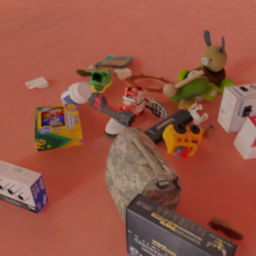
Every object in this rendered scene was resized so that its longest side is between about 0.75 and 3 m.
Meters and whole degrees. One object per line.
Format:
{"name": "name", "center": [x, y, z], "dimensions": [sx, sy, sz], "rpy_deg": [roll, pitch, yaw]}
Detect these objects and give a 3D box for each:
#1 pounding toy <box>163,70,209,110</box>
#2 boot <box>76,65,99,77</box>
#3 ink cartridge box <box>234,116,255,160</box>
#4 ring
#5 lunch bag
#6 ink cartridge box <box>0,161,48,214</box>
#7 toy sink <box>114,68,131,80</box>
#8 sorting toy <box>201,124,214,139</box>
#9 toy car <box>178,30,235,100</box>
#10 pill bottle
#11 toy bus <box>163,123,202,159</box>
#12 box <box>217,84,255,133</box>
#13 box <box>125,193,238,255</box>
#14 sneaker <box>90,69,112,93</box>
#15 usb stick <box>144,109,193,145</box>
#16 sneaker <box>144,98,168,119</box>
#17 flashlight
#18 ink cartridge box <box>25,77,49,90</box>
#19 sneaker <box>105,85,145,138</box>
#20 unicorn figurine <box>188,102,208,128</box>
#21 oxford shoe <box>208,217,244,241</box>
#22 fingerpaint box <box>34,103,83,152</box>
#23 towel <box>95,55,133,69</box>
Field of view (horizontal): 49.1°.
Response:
{"name": "pounding toy", "center": [2.661, -1.365, 12.153], "dimensions": [1.935, 1.163, 2.507], "rpy_deg": [-19, -11, 18]}
{"name": "boot", "center": [-2.227, -3.177, 15.469], "dimensions": [1.148, 0.414, 0.888], "rpy_deg": [8, 37, 1]}
{"name": "ink cartridge box", "center": [4.959, 0.218, 9.805], "dimensions": [1.976, 1.435, 0.824], "rpy_deg": [-10, 48, -13]}
{"name": "ring", "center": [1.152, -2.255, 13.867], "dimensions": [2.617, 0.251, 2.617], "rpy_deg": [7, 26, -3]}
{"name": "lunch bag", "center": [0.395, 1.350, 7.808], "dimensions": [1.669, 2.009, 2.395], "rpy_deg": [-13, 38, -18]}
{"name": "ink cartridge box", "center": [-3.611, 1.591, 8.210], "dimensions": [2.502, 1.176, 0.553], "rpy_deg": [14, 38, 18]}
{"name": "toy sink", "center": [-0.301, -2.879, 15.023], "dimensions": [0.794, 0.445, 0.518], "rpy_deg": [-12, 35, -23]}
{"name": "sorting toy", "center": [3.187, 0.165, 11.036], "dimensions": [0.310, 0.312, 0.899], "rpy_deg": [39, 47, 8]}
{"name": "toy car", "center": [3.878, -3.136, 13.414], "dimensions": [2.156, 2.733, 2.245], "rpy_deg": [-18, 39, -23]}
{"name": "pill bottle", "center": [-2.194, -1.424, 12.039], "dimensions": [0.910, 0.910, 1.520], "rpy_deg": [-29, 8, -34]}
{"name": "toy bus", "center": [2.020, 0.568, 9.939], "dimensions": [1.341, 0.910, 1.287], "rpy_deg": [4, 52, -15]}
{"name": "box", "center": [5.216, -0.876, 11.196], "dimensions": [2.896, 1.689, 0.871], "rpy_deg": [-7, 36, -12]}
{"name": "box", "center": [1.016, 2.674, 6.166], "dimensions": [2.307, 1.819, 0.589], "rpy_deg": [22, 41, 27]}
{"name": "sneaker", "center": [-1.331, -2.496, 14.063], "dimensions": [0.838, 0.945, 2.262], "rpy_deg": [6, 36, 10]}
{"name": "usb stick", "center": [1.537, -0.032, 11.058], "dimensions": [2.777, 0.453, 0.770], "rpy_deg": [-30, 51, -34]}
{"name": "sneaker", "center": [1.284, -0.945, 12.268], "dimensions": [0.622, 0.605, 1.562], "rpy_deg": [-9, 36, -27]}
{"name": "flashlight", "center": [-0.619, -0.744, 10.904], "dimensions": [2.033, 0.688, 0.691], "rpy_deg": [27, 20, 24]}
{"name": "ink cartridge box", "center": [-4.669, -2.210, 14.334], "dimensions": [0.992, 0.249, 0.804], "rpy_deg": [-28, 44, -22]}
{"name": "sneaker", "center": [-0.132, -0.783, 11.302], "dimensions": [0.870, 1.396, 2.605], "rpy_deg": [20, 40, 25]}
{"name": "unicorn figurine", "center": [2.806, -0.420, 11.270], "dimensions": [0.779, 0.419, 1.134], "rpy_deg": [-33, 67, 16]}
{"name": "oxford shoe", "center": [2.646, 2.656, 7.475], "dimensions": [0.929, 0.327, 0.348], "rpy_deg": [24, 37, 28]}
{"name": "fingerpaint box", "center": [-2.710, -0.100, 10.838], "dimensions": [1.682, 0.740, 2.016], "rpy_deg": [-8, 37, -11]}
{"name": "towel", "center": [-0.772, -3.814, 16.115], "dimensions": [1.683, 0.249, 2.295], "rpy_deg": [6, 27, 14]}
